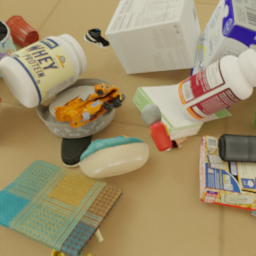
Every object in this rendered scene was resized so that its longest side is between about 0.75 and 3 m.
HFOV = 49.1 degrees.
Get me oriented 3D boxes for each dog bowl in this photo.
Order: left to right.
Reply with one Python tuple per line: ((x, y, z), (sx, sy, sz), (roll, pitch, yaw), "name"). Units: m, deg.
((-1.498, -0.614, 8.545), (2.393, 0.702, 2.393), (-7, 39, 6), "dog bowl")

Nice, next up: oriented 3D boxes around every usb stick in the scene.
((3.533, 0.557, 7.169), (2.571, 0.419, 0.713), (3, 74, -8), "usb stick")

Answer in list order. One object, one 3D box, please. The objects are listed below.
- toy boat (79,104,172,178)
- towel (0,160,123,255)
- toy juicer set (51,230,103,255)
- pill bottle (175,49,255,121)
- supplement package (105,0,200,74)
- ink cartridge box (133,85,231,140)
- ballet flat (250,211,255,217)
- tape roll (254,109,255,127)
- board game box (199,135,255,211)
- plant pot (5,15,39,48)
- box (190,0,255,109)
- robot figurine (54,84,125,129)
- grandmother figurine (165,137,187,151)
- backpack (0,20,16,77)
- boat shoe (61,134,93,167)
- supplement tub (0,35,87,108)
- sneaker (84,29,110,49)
((0.019, 0.401, 7.097), (2.055, 2.445, 1.136), (1, 63, -50), "toy boat")
((-1.799, 1.772, 6.725), (2.832, 0.307, 2.077), (13, 37, 24), "towel")
((-1.081, 2.733, 6.555), (0.832, 0.356, 1.308), (36, 71, 21), "toy juicer set")
((2.471, -1.132, 7.537), (1.229, 2.176, 1.229), (24, 53, -37), "pill bottle")
((0.920, -3.207, 9.450), (2.476, 1.879, 1.866), (0, 56, 28), "supplement package")
((1.719, -0.620, 8.924), (2.604, 0.624, 1.895), (-9, 48, -33), "ink cartridge box")
((3.648, 2.270, 6.987), (1.190, 0.428, 0.428), (2, 54, -3), "ballet flat")
((4.313, -1.015, 8.220), (0.532, 2.213, 2.213), (16, 54, 31), "tape roll")
((3.235, 1.209, 7.390), (2.574, 0.596, 1.950), (9, 42, 7), "board game box")
((-4.148, -3.715, 11.037), (1.009, 1.038, 1.038), (36, 61, 14), "plant pot")
((3.141, -2.493, 8.794), (1.414, 2.694, 2.478), (18, 49, -4), "box")
((-0.976, -0.649, 7.505), (1.852, 0.539, 1.343), (-35, 36, -30), "robot figurine")
((1.398, 0.447, 8.388), (0.800, 0.242, 0.485), (-29, 41, -23), "grandmother figurine")
((-5.239, -2.689, 9.641), (2.549, 1.919, 2.263), (-38, 62, -22), "backpack")
((-1.439, -0.050, 8.451), (0.933, 0.799, 2.549), (11, 56, 8), "boat shoe")
((-2.461, -1.751, 8.357), (1.555, 1.555, 2.145), (36, 57, 23), "supplement tub")
((-0.925, -2.981, 9.287), (0.956, 0.535, 0.349), (5, 61, -36), "sneaker")
